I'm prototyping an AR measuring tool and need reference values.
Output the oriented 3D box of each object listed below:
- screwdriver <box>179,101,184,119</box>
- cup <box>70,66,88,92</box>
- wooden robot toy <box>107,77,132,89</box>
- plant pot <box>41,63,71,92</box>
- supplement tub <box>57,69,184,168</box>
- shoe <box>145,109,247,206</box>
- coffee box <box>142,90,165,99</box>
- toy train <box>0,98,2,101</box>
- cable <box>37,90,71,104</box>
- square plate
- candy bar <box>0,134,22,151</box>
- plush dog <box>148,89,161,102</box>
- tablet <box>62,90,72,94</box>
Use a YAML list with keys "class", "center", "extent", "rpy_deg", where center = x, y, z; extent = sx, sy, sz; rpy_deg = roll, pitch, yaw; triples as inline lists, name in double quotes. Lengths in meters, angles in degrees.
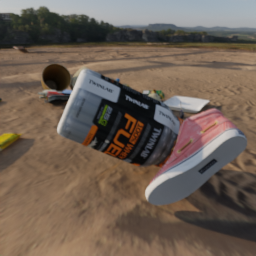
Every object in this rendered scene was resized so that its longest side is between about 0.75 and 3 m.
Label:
- class: "screwdriver"
  center: [2.197, -0.757, 11.456]
  extent: [0.186, 0.179, 1.280]
  rpy_deg: [21, 36, -1]
- class: "cup"
  center: [-2.269, -2.127, 13.862]
  extent: [1.063, 1.486, 1.486]
  rpy_deg: [-34, 33, -18]
- class: "wooden robot toy"
  center: [-1.018, -1.532, 12.363]
  extent: [2.882, 1.308, 1.270]
  rpy_deg: [5, 32, -50]
- class: "plant pot"
  center: [-3.659, -2.214, 13.664]
  extent: [1.386, 1.386, 1.487]
  rpy_deg: [-13, -4, -30]
- class: "supplement tub"
  center: [-0.122, -0.116, 6.740]
  extent: [2.775, 1.701, 1.701]
  rpy_deg: [22, 18, -13]
- class: "shoe"
  center: [1.201, 0.587, 5.724]
  extent: [2.260, 0.807, 1.028]
  rpy_deg: [-40, 36, 15]
- class: "coffee box"
  center: [1.205, -1.560, 13.212]
  extent: [0.936, 0.206, 0.576]
  rpy_deg: [3, -19, 22]
- class: "toy train"
  center: [-6.236, -1.195, 12.827]
  extent: [0.335, 0.248, 1.187]
  rpy_deg: [14, 23, 8]
- class: "cable"
  center: [-2.705, -1.526, 12.811]
  extent: [2.702, 0.680, 1.312]
  rpy_deg: [-10, 3, -17]
- class: "square plate"
  center: [2.525, -1.027, 12.368]
  extent: [1.707, 0.245, 1.724]
  rpy_deg: [12, 24, 28]
- class: "candy bar"
  center: [-3.957, 0.608, 8.163]
  extent: [0.615, 0.273, 2.468]
  rpy_deg: [1, 22, 12]
- class: "plush dog"
  center: [0.950, -1.233, 12.440]
  extent: [0.822, 0.768, 0.957]
  rpy_deg: [-19, 17, 17]
- class: "tablet"
  center: [-3.300, -1.796, 14.511]
  extent: [1.592, 0.109, 1.036]
  rpy_deg: [9, 23, 23]
